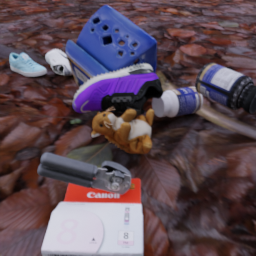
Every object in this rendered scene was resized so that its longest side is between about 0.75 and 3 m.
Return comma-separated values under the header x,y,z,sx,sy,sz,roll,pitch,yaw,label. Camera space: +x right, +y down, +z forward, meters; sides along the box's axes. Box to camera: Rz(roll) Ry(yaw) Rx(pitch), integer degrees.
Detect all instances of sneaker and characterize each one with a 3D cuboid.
x,y,z,sx,sy,sz,roll,pitch,yaw,label
-3.228,-2.970,12.868,2.203,0.841,0.887,27,52,35,sneaker
-0.165,-0.838,7.641,2.611,0.908,1.299,-24,65,-17,sneaker
-4.615,-2.892,12.646,2.101,0.861,0.776,16,39,21,sneaker

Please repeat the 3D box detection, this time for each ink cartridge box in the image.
x,y,z,sx,sy,sz,roll,pitch,yaw,label
-0.642,1.824,6.230,1.923,0.675,2.366,1,39,1,ink cartridge box

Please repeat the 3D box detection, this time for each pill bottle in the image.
x,y,z,sx,sy,sz,roll,pitch,yaw,label
2.754,-1.067,7.627,0.949,0.949,1.696,-26,45,-32,pill bottle
1.643,-0.845,9.411,1.574,0.911,0.911,-12,36,-28,pill bottle

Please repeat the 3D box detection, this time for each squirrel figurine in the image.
x,y,z,sx,sy,sz,roll,pitch,yaw,label
-0.225,0.133,7.627,1.549,1.660,1.174,11,65,-6,squirrel figurine

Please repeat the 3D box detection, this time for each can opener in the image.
x,y,z,sx,sy,sz,roll,pitch,yaw,label
-0.960,1.024,6.603,2.177,0.581,0.728,18,23,-12,can opener

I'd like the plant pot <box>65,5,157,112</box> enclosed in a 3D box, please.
x,y,z,sx,sy,sz,roll,pitch,yaw,label
-0.613,-2.105,9.348,2.140,2.380,2.381,-42,70,-16,plant pot
